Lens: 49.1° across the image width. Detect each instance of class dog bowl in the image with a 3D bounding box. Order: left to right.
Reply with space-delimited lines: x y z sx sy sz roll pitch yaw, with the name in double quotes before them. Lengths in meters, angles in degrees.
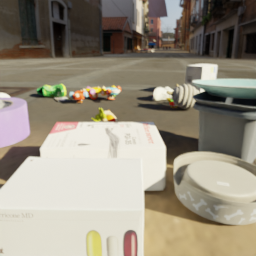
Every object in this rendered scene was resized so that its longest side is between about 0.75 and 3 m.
"dog bowl" 2.001 1.248 6.063 2.163 0.634 2.163 5 19 -2

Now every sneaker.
"sneaker" -4.526 -2.097 16.504 2.183 0.809 0.912 2 21 35
"sneaker" 2.103 -1.922 16.045 0.786 0.728 1.938 25 30 35

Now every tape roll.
"tape roll" -5.049 -0.238 9.981 2.818 1.197 2.818 -1 18 0

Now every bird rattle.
"bird rattle" -0.677 -0.233 10.133 1.174 0.662 0.957 44 33 3

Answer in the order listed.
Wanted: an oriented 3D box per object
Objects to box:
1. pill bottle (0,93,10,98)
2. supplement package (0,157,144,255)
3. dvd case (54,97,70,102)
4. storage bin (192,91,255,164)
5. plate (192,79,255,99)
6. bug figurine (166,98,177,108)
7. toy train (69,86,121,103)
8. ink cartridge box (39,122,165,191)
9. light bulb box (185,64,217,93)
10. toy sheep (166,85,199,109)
"pill bottle" -6.030 -1.128 12.941 1.875 1.041 1.041 15 23 37
"supplement package" -0.862 1.405 4.849 2.248 1.247 1.751 0 18 1
"dvd case" -3.776 -1.616 15.993 0.697 0.075 0.937 -9 20 -26
"storage bin" 3.196 0.003 7.925 2.177 2.009 2.991 13 23 33
"plate" 3.106 -1.049 7.458 2.785 0.356 2.785 1 14 0
"bug figurine" 2.766 -1.390 14.753 1.653 0.425 1.282 -7 14 -10
"toy train" -1.731 -1.767 15.512 2.713 0.754 2.038 -2 19 4
"ink cartridge box" -0.581 0.662 7.235 2.830 1.171 2.073 -1 18 -3
"light bulb box" 4.514 -2.997 17.400 1.144 1.818 1.834 17 24 40
"toy sheep" 2.745 -1.528 13.588 1.896 1.307 1.307 7 17 -8
